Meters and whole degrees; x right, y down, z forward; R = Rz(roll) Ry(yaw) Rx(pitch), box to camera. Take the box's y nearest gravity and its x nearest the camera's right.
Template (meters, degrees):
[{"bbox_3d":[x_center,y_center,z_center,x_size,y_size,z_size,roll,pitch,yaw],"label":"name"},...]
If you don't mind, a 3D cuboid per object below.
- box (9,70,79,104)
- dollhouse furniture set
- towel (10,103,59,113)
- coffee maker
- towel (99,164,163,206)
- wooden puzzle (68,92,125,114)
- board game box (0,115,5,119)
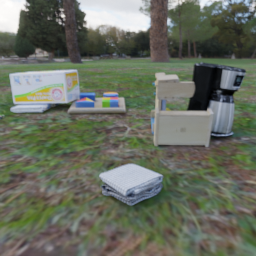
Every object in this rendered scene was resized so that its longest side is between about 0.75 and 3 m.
[{"bbox_3d":[-4.074,-2.042,13.914,2.886,1.463,1.623,0,14,11],"label":"box"},{"bbox_3d":[1.650,-0.858,9.223,1.652,2.390,2.532,1,28,1],"label":"dollhouse furniture set"},{"bbox_3d":[-4.486,-1.062,13.696,1.621,0.263,2.207,0,15,7],"label":"towel"},{"bbox_3d":[2.664,-1.040,9.628,2.225,2.317,1.561,12,14,22],"label":"coffee maker"},{"bbox_3d":[0.064,1.177,5.811,1.079,0.462,0.893,-14,23,-43],"label":"towel"},{"bbox_3d":[-1.465,-1.277,13.704,2.592,0.648,2.798,-1,16,-2],"label":"wooden puzzle"},{"bbox_3d":[-5.598,-0.389,11.687,0.468,0.105,0.894,0,16,7],"label":"board game box"}]
